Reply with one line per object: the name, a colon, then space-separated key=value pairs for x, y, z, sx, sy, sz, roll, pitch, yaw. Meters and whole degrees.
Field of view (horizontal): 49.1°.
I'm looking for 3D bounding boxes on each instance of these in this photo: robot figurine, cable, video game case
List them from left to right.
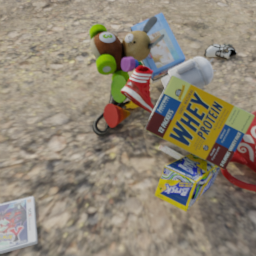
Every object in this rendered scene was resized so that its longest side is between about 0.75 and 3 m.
video game case: x=-3.258 y=2.617 z=7.469 sx=1.541 sy=0.177 sz=1.404 roll=-12 pitch=45 yaw=-12
cable: x=-0.480 y=-0.871 z=10.550 sx=1.330 sy=0.689 sz=2.738 roll=49 pitch=50 yaw=-2
robot figurine: x=2.094 y=-1.745 z=9.592 sx=1.847 sy=1.566 sz=1.043 roll=-24 pitch=67 yaw=10

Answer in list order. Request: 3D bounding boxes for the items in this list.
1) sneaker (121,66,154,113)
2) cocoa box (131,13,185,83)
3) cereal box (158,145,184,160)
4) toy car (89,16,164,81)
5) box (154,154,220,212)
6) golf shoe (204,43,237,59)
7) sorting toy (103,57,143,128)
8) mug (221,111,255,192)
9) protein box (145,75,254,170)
sneaker: x=0.607 y=-1.273 z=9.226 sx=0.807 sy=2.060 sz=1.190 roll=31 pitch=92 yaw=21
cocoa box: x=1.195 y=-3.256 z=11.622 sx=1.460 sy=1.437 sz=2.190 roll=-25 pitch=83 yaw=-1
cereal box: x=1.428 y=0.821 z=8.967 sx=0.850 sy=0.612 sz=0.168 roll=29 pitch=95 yaw=26
toy car: x=0.077 y=-3.066 z=10.262 sx=2.506 sy=1.977 sz=2.058 roll=-27 pitch=56 yaw=19
box: x=1.647 y=1.287 z=7.307 sx=0.875 sy=0.803 sz=2.499 roll=23 pitch=14 yaw=27
golf shoe: x=4.563 y=-3.732 z=13.756 sx=1.681 sy=0.654 sz=0.794 roll=-15 pitch=46 yaw=-14
sorting toy: x=-0.052 y=-1.188 z=9.604 sx=0.886 sy=2.574 sz=0.892 roll=-9 pitch=40 yaw=-39
mug: x=4.245 y=1.066 z=8.398 sx=2.517 sy=2.234 sz=1.679 roll=46 pitch=18 yaw=32
protein box: x=1.692 y=-0.192 z=7.338 sx=2.088 sy=1.419 sz=2.104 roll=27 pitch=6 yaw=3
